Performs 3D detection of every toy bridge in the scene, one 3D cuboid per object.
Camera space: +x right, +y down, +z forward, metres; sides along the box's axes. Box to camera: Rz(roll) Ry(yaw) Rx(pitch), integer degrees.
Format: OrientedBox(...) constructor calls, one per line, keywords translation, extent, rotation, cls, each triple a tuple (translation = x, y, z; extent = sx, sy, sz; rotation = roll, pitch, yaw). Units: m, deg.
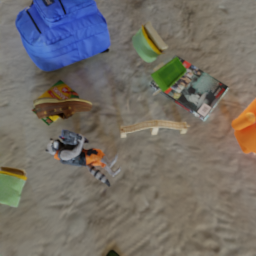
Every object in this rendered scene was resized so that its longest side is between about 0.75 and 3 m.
OrientedBox(translation=(0.856, -0.007, 9.023), extent=(2.258, 0.759, 0.307), rotation=(-4, 70, -1), cls="toy bridge")

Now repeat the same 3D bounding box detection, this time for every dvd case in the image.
OrientedBox(translation=(2.173, -1.479, 10.032), extent=(2.314, 0.255, 1.689), rotation=(34, 69, 16), cls="dvd case")

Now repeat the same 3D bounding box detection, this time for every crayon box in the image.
OrientedBox(translation=(-2.529, -0.876, 9.652), extent=(0.931, 0.373, 1.467), rotation=(39, 70, 14), cls="crayon box")

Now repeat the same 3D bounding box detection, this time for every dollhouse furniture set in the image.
OrientedBox(translation=(-4.236, 1.524, 8.214), extent=(2.248, 0.868, 1.123), rotation=(9, 65, 4), cls="dollhouse furniture set")
OrientedBox(translation=(0.663, -2.124, 8.955), extent=(1.025, 1.337, 2.041), rotation=(-40, 97, -22), cls="dollhouse furniture set")

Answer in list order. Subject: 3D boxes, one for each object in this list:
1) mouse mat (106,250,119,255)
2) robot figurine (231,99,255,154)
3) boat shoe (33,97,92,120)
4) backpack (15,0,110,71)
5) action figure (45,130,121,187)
OrientedBox(translation=(-0.266, 4.107, 7.405), extent=(1.376, 0.052, 1.108), rotation=(34, 69, 16), cls="mouse mat")
OrientedBox(translation=(4.087, -0.195, 8.019), extent=(1.867, 2.596, 1.514), rotation=(27, 56, 4), cls="robot figurine")
OrientedBox(translation=(-2.044, -0.574, 8.960), extent=(1.915, 0.689, 0.647), rotation=(-3, 78, -35), cls="boat shoe")
OrientedBox(translation=(-2.472, -3.646, 9.958), extent=(2.867, 2.406, 2.330), rotation=(-28, 60, -9), cls="backpack")
OrientedBox(translation=(-1.370, 0.782, 7.965), extent=(2.175, 2.248, 1.176), rotation=(17, 82, 10), cls="action figure")
